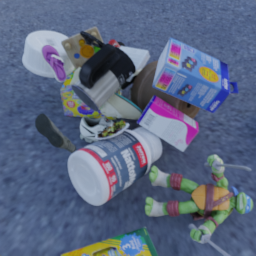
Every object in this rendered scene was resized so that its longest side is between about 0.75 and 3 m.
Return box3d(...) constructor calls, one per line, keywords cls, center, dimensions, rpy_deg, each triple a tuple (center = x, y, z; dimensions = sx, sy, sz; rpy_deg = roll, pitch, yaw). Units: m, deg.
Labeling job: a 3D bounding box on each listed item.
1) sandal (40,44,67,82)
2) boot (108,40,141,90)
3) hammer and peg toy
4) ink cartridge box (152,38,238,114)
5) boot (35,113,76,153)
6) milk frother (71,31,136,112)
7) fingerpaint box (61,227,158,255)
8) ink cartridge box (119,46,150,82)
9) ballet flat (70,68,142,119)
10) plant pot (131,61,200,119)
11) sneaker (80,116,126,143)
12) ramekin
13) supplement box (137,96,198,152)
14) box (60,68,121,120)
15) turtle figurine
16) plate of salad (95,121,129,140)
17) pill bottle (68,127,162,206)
box3d(cls="sandal", center=(-2.099, -1.897, 8.230), dimensions=(0.304, 1.235, 0.503), rpy_deg=(23, 59, 42))
box3d(cls="boot", center=(-0.317, -2.400, 10.218), dimensions=(1.796, 0.901, 2.489), rpy_deg=(50, 24, -5))
box3d(cls="hammer and peg toy", center=(-1.352, -2.402, 9.723), dimensions=(1.361, 1.850, 0.652), rpy_deg=(-21, 40, 6))
box3d(cls="ink cartridge box", center=(2.010, -1.461, 8.128), dimensions=(2.341, 0.894, 1.597), rpy_deg=(24, 44, -7))
box3d(cls="boot", center=(-1.723, 0.167, 6.640), dimensions=(0.368, 0.709, 1.086), rpy_deg=(-43, 65, 1))
box3d(cls="milk frother", center=(-1.064, -1.771, 8.348), dimensions=(1.843, 1.663, 1.733), rpy_deg=(31, 71, 36))
box3d(cls="fingerpaint box", center=(-0.124, 3.415, 5.505), dimensions=(1.939, 0.853, 2.325), rpy_deg=(-13, 43, -14))
box3d(cls="ink cartridge box", center=(-0.055, -2.089, 9.384), dimensions=(1.095, 0.323, 1.367), rpy_deg=(18, 67, 26))
box3d(cls="ballet flat", center=(-0.800, -0.911, 9.127), dimensions=(2.729, 0.948, 0.948), rpy_deg=(38, 51, 13))
box3d(cls="plant pot", center=(1.442, -1.052, 9.437), dimensions=(2.106, 2.106, 1.836), rpy_deg=(-26, 35, -26))
box3d(cls="sneaker", center=(-0.604, 0.122, 9.230), dimensions=(2.152, 0.952, 0.797), rpy_deg=(10, 41, 8))
box3d(cls="ramekin", center=(-2.867, -2.767, 10.297), dimensions=(1.904, 0.928, 1.904), rpy_deg=(12, 42, -11))
box3d(cls="supplement box", center=(1.178, -0.143, 8.211), dimensions=(1.585, 0.802, 0.819), rpy_deg=(33, 22, 1))
box3d(cls="box", center=(-1.327, -1.420, 10.773), dimensions=(1.971, 1.202, 1.898), rpy_deg=(5, 41, 4))
box3d(cls="turtle figurine", center=(1.622, 1.594, 6.629), dimensions=(2.489, 1.847, 2.567), rpy_deg=(1, 9, 22))
box3d(cls="plate of salad", center=(-0.450, 0.046, 7.530), dimensions=(0.986, 0.237, 0.986), rpy_deg=(-19, 15, 5))
box3d(cls="pill bottle", center=(-0.250, 0.896, 7.818), dimensions=(1.501, 1.501, 2.510), rpy_deg=(33, 42, 32))
